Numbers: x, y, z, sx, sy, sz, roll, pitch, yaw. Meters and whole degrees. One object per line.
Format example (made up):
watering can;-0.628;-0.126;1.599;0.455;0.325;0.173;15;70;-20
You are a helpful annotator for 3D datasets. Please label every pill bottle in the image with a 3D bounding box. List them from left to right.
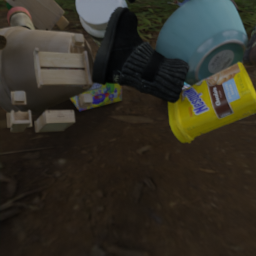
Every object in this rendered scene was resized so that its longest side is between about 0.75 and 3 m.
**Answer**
pill bottle;-0.761;-3.848;9.955;1.675;1.675;2.945;5;1;7

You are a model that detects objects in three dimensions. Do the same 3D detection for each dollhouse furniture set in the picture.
dollhouse furniture set;-1.686;-0.922;5.734;1.627;1.907;0.931;-4;-10;-30

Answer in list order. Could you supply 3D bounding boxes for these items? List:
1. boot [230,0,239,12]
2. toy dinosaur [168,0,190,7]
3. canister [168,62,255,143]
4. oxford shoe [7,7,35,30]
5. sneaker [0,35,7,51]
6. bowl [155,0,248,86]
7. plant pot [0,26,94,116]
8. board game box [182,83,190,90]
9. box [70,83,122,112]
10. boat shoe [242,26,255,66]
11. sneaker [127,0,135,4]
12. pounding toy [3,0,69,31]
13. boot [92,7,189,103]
boot;2.601;-4.361;9.354;2.190;0.703;2.041;35;16;-6
toy dinosaur;2.598;-4.406;10.075;1.222;2.112;2.327;-12;28;-30
canister;1.880;-0.567;6.346;1.813;0.785;1.347;-25;40;28
oxford shoe;-3.138;-2.471;8.857;0.864;2.453;0.917;-21;59;-9
sneaker;-3.162;-1.952;5.597;0.610;0.456;1.360;27;6;22
bowl;1.984;-1.898;6.993;2.348;2.348;1.228;-11;51;-16
plant pot;-2.016;-1.527;7.131;2.011;2.318;2.318;-6;32;19
board game box;2.887;-1.622;11.611;1.697;0.527;2.248;29;44;35
box;-1.467;-1.753;11.273;1.853;1.130;1.785;-17;38;-23
boat shoe;3.167;-2.140;6.371;0.726;0.789;2.208;-4;39;45
sneaker;0.322;-4.561;9.352;0.727;1.393;0.418;43;74;13
pounding toy;-3.372;-4.222;10.106;1.225;2.678;2.352;-50;52;2
boot;0.419;-1.723;6.500;1.971;0.992;2.636;11;55;3
